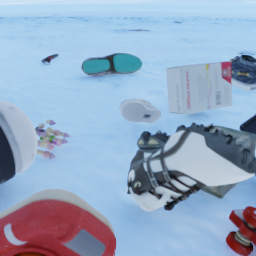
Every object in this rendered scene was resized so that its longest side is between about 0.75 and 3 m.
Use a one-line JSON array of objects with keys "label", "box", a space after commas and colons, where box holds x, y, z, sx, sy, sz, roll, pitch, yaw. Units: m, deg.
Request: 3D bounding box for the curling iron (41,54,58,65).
[{"label": "curling iron", "box": [-3.766, -3.386, 13.690, 0.408, 0.210, 1.645, 23, 26, -3]}]

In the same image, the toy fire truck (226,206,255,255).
[{"label": "toy fire truck", "box": [2.266, 1.782, 4.435, 1.051, 0.702, 1.251, 10, 22, -34]}]

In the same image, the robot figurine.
[{"label": "robot figurine", "box": [-2.985, 0.448, 5.091, 2.611, 1.630, 1.962, -29, 17, -39]}]

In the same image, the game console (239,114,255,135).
[{"label": "game console", "box": [3.607, -0.157, 5.972, 1.637, 1.852, 0.287, 12, 61, -11]}]

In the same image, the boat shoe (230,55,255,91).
[{"label": "boat shoe", "box": [4.163, -2.416, 11.057, 0.881, 1.130, 2.489, -15, 33, -24]}]

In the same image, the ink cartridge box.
[{"label": "ink cartridge box", "box": [2.162, -1.238, 8.490, 1.896, 1.382, 0.785, -10, 11, -24]}]

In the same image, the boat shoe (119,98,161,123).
[{"label": "boat shoe", "box": [0.275, -0.547, 7.648, 1.696, 0.610, 0.557, 4, 39, -50]}]

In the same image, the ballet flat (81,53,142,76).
[{"label": "ballet flat", "box": [-0.726, -2.673, 11.860, 2.562, 0.922, 0.922, -7, 31, -14]}]

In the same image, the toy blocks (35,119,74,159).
[{"label": "toy blocks", "box": [-1.775, 0.261, 6.760, 0.676, 0.803, 0.750, 16, 36, 8]}]

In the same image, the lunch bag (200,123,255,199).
[{"label": "lunch bag", "box": [1.693, 0.546, 6.132, 1.390, 0.996, 1.695, -25, 30, -35]}]

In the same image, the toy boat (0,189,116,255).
[{"label": "toy boat", "box": [-1.128, 1.696, 3.203, 1.997, 1.303, 1.305, -31, 31, 21]}]

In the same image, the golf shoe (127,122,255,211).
[{"label": "golf shoe", "box": [0.803, 0.769, 4.400, 1.156, 1.405, 2.973, 31, -14, -11]}]
